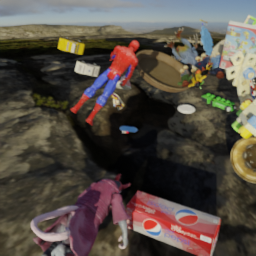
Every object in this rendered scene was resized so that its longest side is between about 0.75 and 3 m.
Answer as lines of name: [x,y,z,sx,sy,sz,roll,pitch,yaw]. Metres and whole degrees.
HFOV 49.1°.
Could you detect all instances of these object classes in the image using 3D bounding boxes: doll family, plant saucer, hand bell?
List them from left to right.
plant saucer: [1.450,-2.338,11.677,2.625,0.387,2.625,16,41,-14]
doll family: [2.476,-1.831,9.318,0.685,1.746,1.009,29,44,-27]
hand bell: [4.860,0.839,9.708,1.481,1.481,2.844,22,21,39]

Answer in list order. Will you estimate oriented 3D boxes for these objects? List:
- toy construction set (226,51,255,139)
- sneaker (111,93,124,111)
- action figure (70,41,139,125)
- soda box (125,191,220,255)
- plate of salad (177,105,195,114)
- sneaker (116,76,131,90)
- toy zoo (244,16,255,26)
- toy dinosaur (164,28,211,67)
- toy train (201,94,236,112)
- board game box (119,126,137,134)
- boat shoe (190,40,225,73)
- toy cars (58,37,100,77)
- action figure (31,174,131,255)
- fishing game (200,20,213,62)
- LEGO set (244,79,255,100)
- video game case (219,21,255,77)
toy construction set: [3.025,-0.515,6.629,1.852,1.301,2.824,29,40,-23]
sneaker: [-0.464,-1.008,10.781,0.355,0.788,0.295,-47,34,-8]
action figure: [-0.613,-1.494,8.974,0.962,2.947,1.459,36,-4,-3]
soda box: [1.034,2.299,6.807,2.181,0.691,0.763,13,28,25]
plate of salad: [2.989,-0.929,14.418,0.893,0.215,0.893,-2,35,1]
sneaker: [-0.208,-1.714,10.309,0.354,0.492,0.941,-10,-7,26]
toy zoo: [5.135,-3.522,10.957,1.640,1.076,0.168,35,24,12]
toy dinosaur: [2.757,-3.287,12.260,2.309,1.336,2.545,54,21,19]
toy train: [4.822,-1.362,15.128,0.610,0.452,2.164,-22,31,-21]
board game box: [0.009,0.118,12.226,0.786,0.153,0.621,6,20,-1]
boat shoe: [4.066,-3.385,12.948,2.690,0.899,0.767,-30,12,7]
toy cars: [-1.659,-2.400,9.762,0.835,1.862,0.412,-36,35,-1]
action figure: [-0.966,1.864,6.423,1.833,2.038,2.736,10,40,34]
fishing game: [2.871,-3.199,10.400,0.245,1.574,1.127,-8,10,36]
LEGO set: [3.885,-0.780,8.617,0.392,1.192,1.595,-15,44,-4]
video game case: [2.978,-1.997,7.219,1.023,1.431,0.125,21,58,21]
